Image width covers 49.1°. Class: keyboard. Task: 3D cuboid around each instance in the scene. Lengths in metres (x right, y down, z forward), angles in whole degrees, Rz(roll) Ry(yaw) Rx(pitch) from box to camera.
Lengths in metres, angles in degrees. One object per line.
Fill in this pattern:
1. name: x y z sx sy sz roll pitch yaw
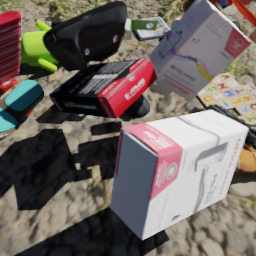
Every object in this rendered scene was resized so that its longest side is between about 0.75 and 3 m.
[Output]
1. keyboard: 3.527 0.053 7.875 2.807 0.556 1.461 42 30 28

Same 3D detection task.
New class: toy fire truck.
1. toy fire truck: -4.177 -0.760 8.859 2.039 1.143 1.713 -35 32 -28

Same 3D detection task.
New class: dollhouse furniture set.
1. dollhouse furniture set: 2.399 -2.701 6.123 1.066 2.070 2.048 -39 42 25

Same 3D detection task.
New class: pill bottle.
1. pill bottle: 2.701 -4.609 12.337 0.926 0.926 1.663 33 55 27

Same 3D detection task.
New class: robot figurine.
1. robot figurine: -3.171 -3.024 10.676 2.136 1.235 1.874 -6 74 -6

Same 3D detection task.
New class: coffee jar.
1. coffee jar: 4.489 -4.835 12.824 0.629 0.515 1.206 -22 52 -19

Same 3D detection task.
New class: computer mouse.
1. computer mouse: -0.202 -0.968 9.282 1.987 0.524 1.376 19 50 17

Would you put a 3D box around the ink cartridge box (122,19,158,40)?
1. ink cartridge box: 0.057 -2.743 7.825 1.471 0.353 1.070 6 5 1

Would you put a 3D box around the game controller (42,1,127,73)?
1. game controller: -0.786 -1.741 5.726 1.533 2.940 0.619 -34 96 -2

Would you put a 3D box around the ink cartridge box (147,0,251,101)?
1. ink cartridge box: 1.436 -1.612 6.779 1.449 2.488 0.840 20 37 -34

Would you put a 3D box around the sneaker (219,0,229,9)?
1. sneaker: 2.435 -3.923 7.270 0.750 0.661 1.683 4 82 -24

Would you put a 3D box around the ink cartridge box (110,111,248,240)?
1. ink cartridge box: 0.936 0.715 5.030 2.280 1.661 0.967 -13 32 -37

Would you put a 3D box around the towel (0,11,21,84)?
1. towel: -3.599 -1.844 7.295 0.276 2.452 1.773 46 56 7

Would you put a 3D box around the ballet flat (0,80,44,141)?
1. ballet flat: -2.461 -0.182 5.528 0.805 0.893 2.373 35 31 -6

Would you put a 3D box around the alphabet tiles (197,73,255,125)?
1. alphabet tiles: 3.591 -1.024 9.628 2.156 0.097 2.579 -15 50 -13

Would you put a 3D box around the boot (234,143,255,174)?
1. boot: 3.115 0.514 7.850 1.453 0.718 1.871 8 37 -3

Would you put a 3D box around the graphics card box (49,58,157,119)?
1. graphics card box: -0.664 -0.950 6.578 2.385 0.607 1.497 9 47 46

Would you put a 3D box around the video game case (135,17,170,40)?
1. video game case: 1.050 -4.567 12.812 1.469 0.185 1.612 -12 48 -10

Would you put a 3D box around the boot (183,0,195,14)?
1. boot: 1.949 -3.950 8.539 0.587 0.839 1.565 12 84 -4
